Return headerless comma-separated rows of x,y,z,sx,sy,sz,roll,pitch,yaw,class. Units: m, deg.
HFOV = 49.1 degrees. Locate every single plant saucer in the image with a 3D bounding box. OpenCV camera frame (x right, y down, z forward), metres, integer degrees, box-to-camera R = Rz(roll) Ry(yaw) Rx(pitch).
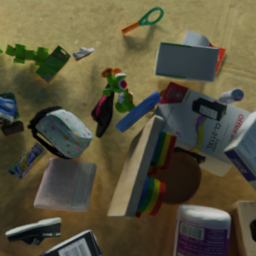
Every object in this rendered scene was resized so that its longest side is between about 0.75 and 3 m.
1.407,1.516,8.309,1.622,0.287,1.622,-15,56,23,plant saucer

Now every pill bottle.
1.712,3.130,6.736,1.287,1.287,2.292,7,86,3,pill bottle

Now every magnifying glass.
0.600,-4.344,11.497,1.911,0.761,0.214,-26,67,-2,magnifying glass

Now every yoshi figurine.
-0.329,-1.146,9.283,0.926,0.923,1.648,-26,73,1,yoshi figurine

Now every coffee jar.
-3.966,-0.446,9.305,0.729,0.596,1.398,-19,74,-16,coffee jar

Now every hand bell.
1.029,-1.069,9.911,0.553,0.553,1.061,37,57,17,hand bell

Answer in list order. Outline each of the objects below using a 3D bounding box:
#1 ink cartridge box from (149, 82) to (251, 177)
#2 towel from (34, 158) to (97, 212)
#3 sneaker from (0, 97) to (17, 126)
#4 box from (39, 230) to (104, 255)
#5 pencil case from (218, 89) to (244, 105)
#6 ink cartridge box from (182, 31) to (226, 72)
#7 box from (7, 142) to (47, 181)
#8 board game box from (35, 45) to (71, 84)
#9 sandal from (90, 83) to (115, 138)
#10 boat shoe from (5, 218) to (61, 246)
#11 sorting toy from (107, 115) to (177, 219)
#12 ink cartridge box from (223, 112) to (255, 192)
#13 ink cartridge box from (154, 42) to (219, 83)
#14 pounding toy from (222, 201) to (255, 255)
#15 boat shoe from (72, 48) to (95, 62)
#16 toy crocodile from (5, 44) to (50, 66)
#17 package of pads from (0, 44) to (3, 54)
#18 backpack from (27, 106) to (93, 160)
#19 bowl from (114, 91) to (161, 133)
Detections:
2.166,0.002,8.895,2.728,1.130,1.988,23,65,12,ink cartridge box
-1.792,1.644,8.250,1.564,0.264,1.637,5,47,2,towel
-4.516,-0.826,8.735,2.166,0.851,0.966,18,62,-5,sneaker
-1.724,3.937,6.562,2.788,1.600,1.842,-24,65,-14,box
2.926,-0.881,7.999,0.404,0.890,0.370,5,88,-5,pencil case
2.860,-2.985,10.888,1.662,0.393,1.330,22,64,13,ink cartridge box
-3.087,1.036,8.628,0.388,0.423,1.208,39,69,8,box
-2.746,-2.331,10.302,0.642,0.201,1.343,42,94,0,board game box
-0.890,-0.734,9.382,0.561,0.935,2.490,23,52,-24,sandal
-2.120,2.489,6.572,0.627,1.659,0.500,-15,77,26,boat shoe
0.389,1.250,7.338,0.845,2.429,2.415,21,69,-6,sorting toy
4.218,0.834,8.012,2.586,0.570,2.634,51,56,-2,ink cartridge box
1.784,-2.094,9.238,1.746,2.403,1.051,8,99,4,ink cartridge box
3.235,3.061,6.694,1.122,2.155,2.453,0,62,-2,pounding toy
-1.672,-2.851,10.512,0.372,0.380,1.074,54,43,-7,boat shoe
-3.628,-2.734,10.633,2.166,0.669,0.731,9,99,1,toy crocodile
-6.193,-3.286,10.438,2.452,0.836,1.894,-22,94,-11,package of pads
-1.978,0.136,8.631,1.737,1.100,1.450,44,25,7,backpack
0.317,-0.449,8.315,1.643,1.643,0.323,-40,89,-19,bowl
